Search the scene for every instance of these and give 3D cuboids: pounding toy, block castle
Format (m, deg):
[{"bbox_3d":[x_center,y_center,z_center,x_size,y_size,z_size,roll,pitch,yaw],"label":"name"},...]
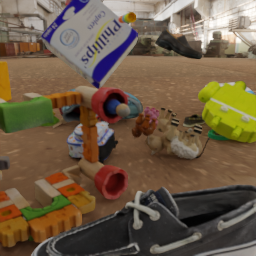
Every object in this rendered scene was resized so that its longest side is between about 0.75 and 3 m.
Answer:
[{"bbox_3d":[-2.508,-0.330,9.018,0.929,0.431,0.717,10,20,30],"label":"pounding toy"},{"bbox_3d":[-1.285,0.502,3.891,2.862,1.912,1.343,-15,24,-37],"label":"block castle"}]

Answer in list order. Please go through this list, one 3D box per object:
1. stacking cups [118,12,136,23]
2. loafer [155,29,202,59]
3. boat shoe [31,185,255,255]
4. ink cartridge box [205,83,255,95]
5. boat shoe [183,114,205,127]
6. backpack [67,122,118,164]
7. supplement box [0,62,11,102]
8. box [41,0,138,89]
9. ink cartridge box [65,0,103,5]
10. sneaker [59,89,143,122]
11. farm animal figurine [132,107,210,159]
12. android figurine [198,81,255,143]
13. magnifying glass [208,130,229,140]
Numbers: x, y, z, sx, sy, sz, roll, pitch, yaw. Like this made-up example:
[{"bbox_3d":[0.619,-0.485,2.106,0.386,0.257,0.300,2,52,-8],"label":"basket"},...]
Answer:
[{"bbox_3d":[-0.053,-2.734,7.058,0.241,0.241,0.797,-7,15,-20],"label":"stacking cups"},{"bbox_3d":[1.815,-2.930,9.798,1.808,0.653,0.658,31,16,23],"label":"loafer"},{"bbox_3d":[0.318,1.173,3.277,2.874,0.974,1.031,-3,18,-11],"label":"boat shoe"},{"bbox_3d":[3.658,-1.059,10.392,1.465,0.857,2.526,-3,17,13],"label":"ink cartridge box"},{"bbox_3d":[2.172,-0.276,9.054,1.010,0.304,0.360,-16,23,-41],"label":"boat shoe"},{"bbox_3d":[-0.883,0.315,6.455,1.014,0.820,1.064,-5,18,19],"label":"backpack"},{"bbox_3d":[-6.737,-1.800,11.564,2.582,1.714,2.546,2,17,5],"label":"supplement box"},{"bbox_3d":[-1.056,-2.502,8.057,2.027,1.864,1.063,38,-6,-4],"label":"box"},{"bbox_3d":[-1.592,-4.998,10.311,1.343,0.570,0.978,-3,-23,-26],"label":"ink cartridge box"},{"bbox_3d":[-0.865,-0.464,9.032,2.676,1.061,1.278,2,41,1],"label":"sneaker"},{"bbox_3d":[0.957,0.222,6.626,1.808,0.953,1.828,23,19,26],"label":"farm animal figurine"},{"bbox_3d":[3.170,-0.527,8.011,2.403,0.542,2.640,31,46,23],"label":"android figurine"},{"bbox_3d":[3.009,0.143,7.967,1.536,0.172,0.611,-3,17,-13],"label":"magnifying glass"}]
